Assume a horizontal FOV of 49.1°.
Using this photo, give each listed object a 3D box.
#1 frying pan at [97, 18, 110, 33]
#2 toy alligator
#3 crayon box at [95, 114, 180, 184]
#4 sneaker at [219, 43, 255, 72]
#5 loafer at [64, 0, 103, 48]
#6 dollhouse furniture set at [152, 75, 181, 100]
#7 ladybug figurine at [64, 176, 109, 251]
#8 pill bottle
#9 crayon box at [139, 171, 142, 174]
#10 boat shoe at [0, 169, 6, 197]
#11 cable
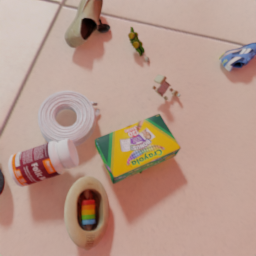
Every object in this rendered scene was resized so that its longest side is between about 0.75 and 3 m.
[{"bbox_3d":[-1.193,-4.367,12.059,0.618,0.166,1.022,-34,59,-23],"label":"frying pan"},{"bbox_3d":[0.366,-3.327,11.423,0.378,0.521,1.573,-23,97,32],"label":"toy alligator"},{"bbox_3d":[0.300,0.674,9.475,2.492,0.726,1.480,-22,66,-16],"label":"crayon box"},{"bbox_3d":[4.648,-2.824,11.227,1.913,0.707,0.787,-20,72,0],"label":"sneaker"},{"bbox_3d":[-1.622,-4.466,11.574,0.929,1.029,2.720,13,75,35],"label":"loafer"},{"bbox_3d":[1.427,-1.418,10.473,1.102,0.488,0.571,36,91,-31],"label":"dollhouse furniture set"},{"bbox_3d":[-1.349,2.658,8.803,1.503,0.797,2.214,11,70,-33],"label":"ladybug figurine"},{"bbox_3d":[-2.692,1.097,9.086,1.971,1.126,1.126,-19,69,4],"label":"pill bottle"},{"bbox_3d":[0.208,1.101,9.864,0.968,0.282,0.575,32,71,12],"label":"crayon box"},{"bbox_3d":[-4.720,1.250,9.319,0.858,0.754,2.411,-18,58,-15],"label":"boat shoe"},{"bbox_3d":[-2.185,-0.314,10.080,2.072,0.717,2.072,14,72,-3],"label":"cable"}]
